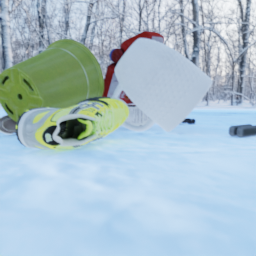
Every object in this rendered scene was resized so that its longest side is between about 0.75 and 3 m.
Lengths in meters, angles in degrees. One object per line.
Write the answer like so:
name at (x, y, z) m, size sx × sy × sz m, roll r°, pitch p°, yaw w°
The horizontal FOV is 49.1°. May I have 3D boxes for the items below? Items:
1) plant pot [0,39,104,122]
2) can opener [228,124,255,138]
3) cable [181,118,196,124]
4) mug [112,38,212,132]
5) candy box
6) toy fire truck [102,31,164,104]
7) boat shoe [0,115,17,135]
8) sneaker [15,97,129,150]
plant pot at (-2.510, -1.244, 8.656) m, size 2.644 × 2.644 × 2.510 m, roll 2°, pitch 23°, yaw 26°
can opener at (3.606, -0.050, 8.165) m, size 1.878 × 0.624 × 0.494 m, roll -10°, pitch 11°, yaw -37°
cable at (2.605, -0.276, 12.712) m, size 0.857 × 0.267 × 1.050 m, roll -5°, pitch 7°, yaw 7°
mug at (0.712, -1.208, 8.937) m, size 2.567 × 2.928 × 2.162 m, roll 40°, pitch 10°, yaw -1°
candy box at (-0.472, -0.554, 11.856) m, size 2.471 × 0.884 × 2.072 m, roll -1°, pitch 5°, yaw -7°
toy fire truck at (0.224, -2.067, 10.301) m, size 2.437 × 2.902 × 1.627 m, roll -12°, pitch 43°, yaw -41°
boat shoe at (-3.245, -0.107, 8.612) m, size 0.502 × 0.606 × 1.688 m, roll -2°, pitch -2°, yaw 22°
sneaker at (-0.880, -0.031, 6.115) m, size 1.092 × 1.078 × 2.858 m, roll 13°, pitch 23°, yaw 39°
